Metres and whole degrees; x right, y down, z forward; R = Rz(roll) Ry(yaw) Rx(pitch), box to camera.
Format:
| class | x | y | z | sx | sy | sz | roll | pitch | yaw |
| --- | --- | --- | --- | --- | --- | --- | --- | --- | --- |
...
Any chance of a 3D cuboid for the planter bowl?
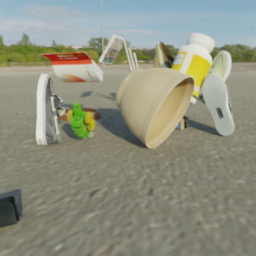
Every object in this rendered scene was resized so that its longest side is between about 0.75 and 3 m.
| class | x | y | z | sx | sy | sz | roll | pitch | yaw |
| --- | --- | --- | --- | --- | --- | --- | --- | --- | --- |
| planter bowl | 0.593 | -0.736 | 7.546 | 1.442 | 2.142 | 2.142 | 34 | 29 | 22 |

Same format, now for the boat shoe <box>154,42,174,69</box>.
| class | x | y | z | sx | sy | sz | roll | pitch | yaw |
| --- | --- | --- | --- | --- | --- | --- | --- | --- | --- |
| boat shoe | 1.231 | -2.293 | 10.474 | 0.842 | 0.894 | 2.349 | 30 | 38 | -33 |

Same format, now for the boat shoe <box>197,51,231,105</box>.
| class | x | y | z | sx | sy | sz | roll | pitch | yaw |
| --- | --- | --- | --- | --- | --- | --- | --- | --- | --- |
| boat shoe | 2.884 | -1.685 | 9.381 | 0.580 | 1.871 | 0.673 | 11 | 9 | -45 |

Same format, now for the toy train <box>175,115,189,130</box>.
| class | x | y | z | sx | sy | sz | roll | pitch | yaw |
| --- | --- | --- | --- | --- | --- | --- | --- | --- | --- |
| toy train | 1.559 | -0.402 | 10.525 | 0.590 | 0.440 | 2.577 | -7 | 15 | -13 |

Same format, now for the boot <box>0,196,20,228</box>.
| class | x | y | z | sx | sy | sz | roll | pitch | yaw |
| --- | --- | --- | --- | --- | --- | --- | --- | --- | --- |
| boot | -2.126 | 1.228 | 4.163 | 0.832 | 0.378 | 0.990 | -13 | 26 | -32 |

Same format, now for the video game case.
| class | x | y | z | sx | sy | sz | roll | pitch | yaw |
| --- | --- | --- | --- | --- | --- | --- | --- | --- | --- |
| video game case | -0.625 | -3.084 | 11.145 | 0.144 | 1.146 | 1.257 | 35 | 17 | 8 |

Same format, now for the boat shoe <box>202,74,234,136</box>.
| class | x | y | z | sx | sy | sz | roll | pitch | yaw |
| --- | --- | --- | --- | --- | --- | --- | --- | --- | --- |
| boat shoe | 2.812 | -0.758 | 8.562 | 0.721 | 1.954 | 0.667 | -20 | 15 | 27 |

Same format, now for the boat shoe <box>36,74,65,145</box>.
| class | x | y | z | sx | sy | sz | roll | pitch | yaw |
| --- | --- | --- | --- | --- | --- | --- | --- | --- | --- |
| boat shoe | -2.228 | -0.587 | 8.182 | 0.773 | 2.281 | 0.818 | -3 | -29 | -8 |

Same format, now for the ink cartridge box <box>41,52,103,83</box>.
| class | x | y | z | sx | sy | sz | roll | pitch | yaw |
| --- | --- | --- | --- | --- | --- | --- | --- | --- | --- |
| ink cartridge box | -1.612 | -1.756 | 8.389 | 1.337 | 0.413 | 1.648 | 1 | -5 | 13 |

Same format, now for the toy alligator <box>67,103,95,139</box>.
| class | x | y | z | sx | sy | sz | roll | pitch | yaw |
| --- | --- | --- | --- | --- | --- | --- | --- | --- | --- |
| toy alligator | -1.208 | 0.031 | 7.381 | 0.580 | 0.531 | 1.957 | 9 | -25 | 7 |

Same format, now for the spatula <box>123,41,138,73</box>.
| class | x | y | z | sx | sy | sz | roll | pitch | yaw |
| --- | --- | --- | --- | --- | --- | --- | --- | --- | --- |
| spatula | 0.278 | -2.488 | 11.694 | 0.168 | 2.095 | 1.456 | -23 | 48 | -6 |

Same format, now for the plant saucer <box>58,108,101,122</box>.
| class | x | y | z | sx | sy | sz | roll | pitch | yaw |
| --- | --- | --- | --- | --- | --- | --- | --- | --- | --- |
| plant saucer | -1.983 | -0.564 | 11.458 | 1.788 | 0.308 | 1.788 | 0 | 13 | 0 |

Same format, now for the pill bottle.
| class | x | y | z | sx | sy | sz | roll | pitch | yaw |
| --- | --- | --- | --- | --- | --- | --- | --- | --- | --- |
| pill bottle | 1.919 | -1.826 | 8.716 | 1.118 | 2.008 | 1.118 | 23 | 1 | -1 |
